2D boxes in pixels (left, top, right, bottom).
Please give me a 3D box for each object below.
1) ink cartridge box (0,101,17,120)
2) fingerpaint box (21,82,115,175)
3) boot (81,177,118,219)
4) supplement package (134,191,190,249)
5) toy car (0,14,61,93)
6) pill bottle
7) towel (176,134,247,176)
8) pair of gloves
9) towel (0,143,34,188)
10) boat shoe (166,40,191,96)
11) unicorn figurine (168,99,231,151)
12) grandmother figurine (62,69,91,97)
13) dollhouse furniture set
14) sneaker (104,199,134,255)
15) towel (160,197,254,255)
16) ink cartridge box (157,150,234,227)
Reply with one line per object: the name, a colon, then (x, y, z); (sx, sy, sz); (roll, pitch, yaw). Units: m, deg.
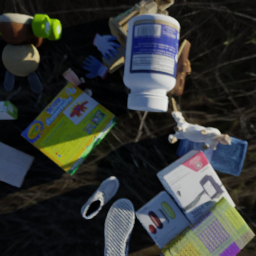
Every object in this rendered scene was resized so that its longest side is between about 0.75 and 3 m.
ink cartridge box: (-4.643, -0.599, 9.941); (1.114, 0.824, 0.422); (-1, 75, 0)
fingerpaint box: (-2.001, 0.016, 9.725); (2.060, 0.906, 2.469); (37, 77, 9)
boot: (-0.827, 2.198, 8.697); (0.570, 0.740, 1.549); (42, 78, -4)
supplement package: (1.053, 2.884, 8.920); (1.203, 0.925, 1.258); (-36, 78, -10)
toy car: (-3.835, -2.682, 10.322); (2.223, 2.135, 2.707); (5, 103, 5)
pill bottle: (0.739, -2.052, 9.381); (1.743, 1.743, 2.912); (5, 90, 1)
towel: (2.898, 0.760, 9.710); (2.257, 0.548, 1.260); (18, 76, 5)
pair of gloves: (-1.024, -2.592, 10.321); (1.433, 0.203, 1.783); (36, 108, 37)
towel: (-4.284, 1.201, 9.716); (1.762, 0.304, 1.168); (21, 76, 6)
boat shoe: (1.945, -2.198, 10.455); (0.740, 0.789, 2.191); (20, 79, -3)
unicorn figurine: (1.981, 0.077, 8.763); (2.466, 1.693, 0.911); (31, 112, 20)
grandmother figurine: (-1.827, -1.586, 10.248); (1.242, 0.753, 0.376); (45, 62, -20)
dollhouse furniture set: (-0.056, -3.867, 9.957); (2.870, 2.538, 1.596); (-38, 77, -10)
sneaker: (-0.330, 3.321, 8.773); (0.868, 0.878, 2.212); (11, 80, 4)
towel: (2.418, 3.590, 8.581); (2.702, 0.308, 1.940); (-41, 106, -5)
ink cartridge box: (2.142, 1.984, 8.958); (1.503, 0.875, 2.076); (-33, 92, -8)
